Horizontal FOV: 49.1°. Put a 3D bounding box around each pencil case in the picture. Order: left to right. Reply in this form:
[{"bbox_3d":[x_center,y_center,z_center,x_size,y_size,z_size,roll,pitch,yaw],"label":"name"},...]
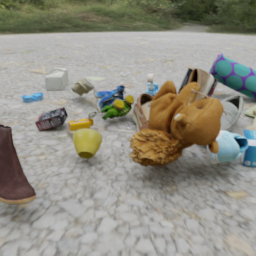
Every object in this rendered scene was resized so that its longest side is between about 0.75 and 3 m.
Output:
[{"bbox_3d":[5.037,-2.240,12.405,2.818,1.199,1.302,28,64,12],"label":"pencil case"}]

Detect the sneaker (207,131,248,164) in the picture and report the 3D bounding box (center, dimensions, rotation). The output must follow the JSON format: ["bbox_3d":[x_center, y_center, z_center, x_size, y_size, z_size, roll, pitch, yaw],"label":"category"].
[{"bbox_3d":[2.659,0.481,7.171,0.858,0.774,2.093,-10,6,29],"label":"sneaker"}]

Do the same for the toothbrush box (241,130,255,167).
[{"bbox_3d":[3.859,0.604,7.522,1.485,0.634,1.087,9,25,16],"label":"toothbrush box"}]

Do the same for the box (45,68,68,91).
[{"bbox_3d":[-3.729,-2.587,14.762,0.864,0.719,2.103,-2,24,-4],"label":"box"}]

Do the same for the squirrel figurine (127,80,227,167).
[{"bbox_3d":[1.177,0.128,6.457,2.414,1.709,2.253,-46,13,1],"label":"squirrel figurine"}]

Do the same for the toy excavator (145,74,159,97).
[{"bbox_3d":[1.032,-1.794,12.211,0.635,1.272,1.237,6,22,16],"label":"toy excavator"}]

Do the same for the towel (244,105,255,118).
[{"bbox_3d":[5.133,-0.597,10.803,0.911,0.224,1.228,22,32,39],"label":"towel"}]

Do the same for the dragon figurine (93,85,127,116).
[{"bbox_3d":[-0.638,-1.224,11.223,1.400,0.829,2.816,-11,14,-2],"label":"dragon figurine"}]

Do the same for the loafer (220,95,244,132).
[{"bbox_3d":[3.041,-0.373,9.121,1.002,1.000,2.865,29,35,22],"label":"loafer"}]

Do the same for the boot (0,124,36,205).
[{"bbox_3d":[-2.377,0.678,5.529,1.634,1.359,0.591,13,15,40],"label":"boot"}]

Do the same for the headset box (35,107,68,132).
[{"bbox_3d":[-2.655,-0.289,9.590,1.002,0.387,0.746,-17,25,9],"label":"headset box"}]

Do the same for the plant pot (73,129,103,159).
[{"bbox_3d":[-1.077,0.473,7.331,0.790,0.790,0.561,0,56,0],"label":"plant pot"}]

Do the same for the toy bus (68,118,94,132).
[{"bbox_3d":[-1.536,-0.110,9.224,0.860,0.280,0.336,-9,27,-29],"label":"toy bus"}]

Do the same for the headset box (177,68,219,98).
[{"bbox_3d":[2.962,-1.686,11.623,1.527,1.136,0.590,10,20,-35],"label":"headset box"}]

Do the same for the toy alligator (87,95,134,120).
[{"bbox_3d":[-0.472,-0.566,9.881,2.306,0.764,0.554,-29,79,-43],"label":"toy alligator"}]

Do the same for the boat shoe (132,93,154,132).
[{"bbox_3d":[0.791,-0.363,9.083,1.117,1.059,2.951,-1,24,-19],"label":"boat shoe"}]

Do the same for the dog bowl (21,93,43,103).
[{"bbox_3d":[-4.250,-1.339,12.496,0.967,0.240,0.539,-21,31,-40],"label":"dog bowl"}]

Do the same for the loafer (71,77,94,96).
[{"bbox_3d":[-1.974,-1.701,11.996,0.639,0.708,1.871,-53,19,-7],"label":"loafer"}]

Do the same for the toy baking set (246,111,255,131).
[{"bbox_3d":[5.091,-0.173,9.454,2.444,0.284,1.876,5,28,2],"label":"toy baking set"}]

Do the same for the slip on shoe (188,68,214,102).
[{"bbox_3d":[2.079,-0.922,9.209,0.686,2.264,0.861,32,-10,-26],"label":"slip on shoe"}]
